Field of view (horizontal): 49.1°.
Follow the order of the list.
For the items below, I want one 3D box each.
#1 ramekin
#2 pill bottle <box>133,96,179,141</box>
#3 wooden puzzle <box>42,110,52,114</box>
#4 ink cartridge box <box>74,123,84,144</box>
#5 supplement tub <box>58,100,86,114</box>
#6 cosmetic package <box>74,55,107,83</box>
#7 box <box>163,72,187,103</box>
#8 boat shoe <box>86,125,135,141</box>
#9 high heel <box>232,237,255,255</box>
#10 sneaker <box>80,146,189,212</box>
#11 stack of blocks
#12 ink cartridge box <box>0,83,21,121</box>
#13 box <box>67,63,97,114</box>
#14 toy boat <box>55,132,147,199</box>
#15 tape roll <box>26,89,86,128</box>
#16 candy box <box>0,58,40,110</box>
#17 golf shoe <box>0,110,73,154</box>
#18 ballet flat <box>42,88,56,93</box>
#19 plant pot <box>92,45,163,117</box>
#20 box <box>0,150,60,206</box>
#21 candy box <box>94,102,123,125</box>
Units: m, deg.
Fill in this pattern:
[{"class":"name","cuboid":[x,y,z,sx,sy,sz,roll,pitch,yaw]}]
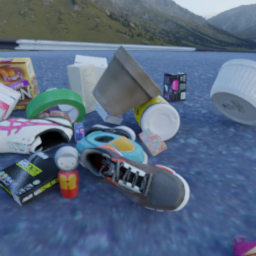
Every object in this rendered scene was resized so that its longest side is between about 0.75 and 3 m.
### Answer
[{"class":"ramekin","cuboid":[4.276,-1.188,10.322,2.514,2.514,1.319,23,74,47]},{"class":"pill bottle","cuboid":[0.886,-0.497,9.961,1.284,1.284,2.247,-3,20,-8]},{"class":"wooden puzzle","cuboid":[-3.445,-0.675,11.745,0.665,0.079,1.121,-3,-4,37]},{"class":"ink cartridge box","cuboid":[-1.598,0.185,9.160,0.293,0.523,0.766,-3,18,-11]},{"class":"supplement tub","cuboid":[-2.217,-0.880,11.127,0.846,0.846,1.167,4,-9,12]},{"class":"cosmetic package","cuboid":[-1.860,-2.355,13.575,1.531,1.857,1.532,4,29,-10]},{"class":"box","cuboid":[2.373,-2.088,14.231,0.916,1.387,0.796,-11,22,-27]},{"class":"boat shoe","cuboid":[-0.627,0.246,8.917,1.737,0.607,0.576,12,26,31]},{"class":"high heel","cuboid":[2.238,1.961,4.470,1.070,0.361,0.514,-10,8,14]},{"class":"sneaker","cuboid":[-0.011,1.024,5.639,2.426,0.935,0.993,17,-3,27]},{"class":"stack of blocks","cuboid":[0.692,0.382,8.003,0.463,0.235,0.804,-32,45,-4]},{"class":"ink cartridge box","cuboid":[-5.432,-1.033,10.641,1.885,1.098,2.604,29,12,-17]},{"class":"box","cuboid":[-1.959,-1.731,12.208,0.793,2.040,0.969,13,25,35]},{"class":"toy boat","cuboid":[-0.711,0.701,6.811,2.079,1.150,2.474,14,24,33]},{"class":"tape roll","cuboid":[-2.309,-0.485,9.041,1.832,1.832,0.440,-10,59,-25]},{"class":"candy box","cuboid":[-4.706,-1.861,12.193,1.340,2.296,0.648,0,40,5]},{"class":"golf shoe","cuboid":[-2.963,0.263,8.074,2.709,0.983,1.247,-15,34,-6]},{"class":"ballet flat","cuboid":[-3.451,-1.643,14.047,1.995,0.718,0.718,5,20,13]},{"class":"plant pot","cuboid":[-0.155,-1.339,9.203,1.748,2.014,2.014,-42,18,10]},{"class":"box","cuboid":[-2.221,1.098,6.481,1.320,0.314,1.275,20,40,41]},{"class":"candy box","cuboid":[-0.730,-0.549,10.539,0.767,0.327,0.914,12,28,-43]}]
